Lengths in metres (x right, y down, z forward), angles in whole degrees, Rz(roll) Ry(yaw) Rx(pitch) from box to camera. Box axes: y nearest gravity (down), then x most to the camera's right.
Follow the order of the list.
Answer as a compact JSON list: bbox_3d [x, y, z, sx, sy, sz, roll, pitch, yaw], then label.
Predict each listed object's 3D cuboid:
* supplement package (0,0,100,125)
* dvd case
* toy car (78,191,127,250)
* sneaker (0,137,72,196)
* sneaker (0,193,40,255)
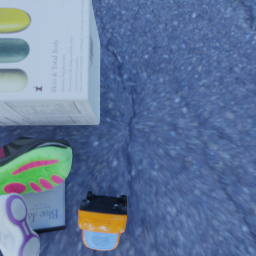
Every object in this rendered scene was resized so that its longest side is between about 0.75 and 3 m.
[{"bbox_3d":[-2.173,-1.333,6.222,2.919,2.199,2.215,-1,79,0],"label":"supplement package"},{"bbox_3d":[-2.083,1.292,6.041,1.404,0.173,1.967,-7,56,-5],"label":"dvd case"},{"bbox_3d":[-1.331,1.666,4.900,2.964,1.454,0.986,6,88,-18],"label":"toy car"},{"bbox_3d":[-2.462,0.846,5.826,2.875,1.103,1.205,-8,21,9],"label":"sneaker"},{"bbox_3d":[-2.078,1.920,5.039,0.776,0.583,1.558,-9,95,26],"label":"sneaker"}]
